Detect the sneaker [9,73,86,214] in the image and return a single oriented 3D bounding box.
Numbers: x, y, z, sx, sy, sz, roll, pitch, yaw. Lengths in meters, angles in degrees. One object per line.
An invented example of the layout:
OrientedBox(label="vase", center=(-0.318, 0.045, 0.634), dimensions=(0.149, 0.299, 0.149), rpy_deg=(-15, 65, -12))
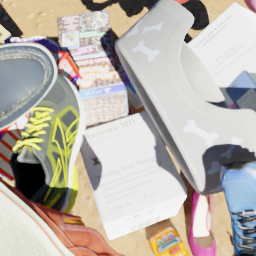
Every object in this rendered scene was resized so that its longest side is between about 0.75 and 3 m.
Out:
OrientedBox(label="sneaker", center=(-0.891, 0.153, 3.093), dimensions=(0.642, 0.730, 1.725), rpy_deg=(-7, 79, 17))

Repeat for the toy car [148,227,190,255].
OrientedBox(label="toy car", center=(1.565, 2.352, 5.485), dimensions=(2.223, 0.740, 1.091), rpy_deg=(-9, 61, -4))

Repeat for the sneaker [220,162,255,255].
OrientedBox(label="sneaker", center=(1.344, 1.102, 2.709), dimensions=(0.786, 0.692, 1.762), rpy_deg=(-42, 110, -43))

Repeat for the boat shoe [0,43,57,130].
OrientedBox(label="boat shoe", center=(-1.638, -0.175, 2.493), dimensions=(2.109, 0.652, 0.790), rpy_deg=(-22, 105, -8))

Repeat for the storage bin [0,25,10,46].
OrientedBox(label="storage bin", center=(-3.263, -1.858, 6.270), dimensions=(0.594, 1.258, 1.267), rpy_deg=(-18, 64, 17))

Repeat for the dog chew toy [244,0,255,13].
OrientedBox(label="dog chew toy", center=(2.655, -2.527, 4.922), dimensions=(2.049, 1.276, 1.276), rpy_deg=(5, 58, -22))

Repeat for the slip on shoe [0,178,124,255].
OrientedBox(label="slip on shoe", center=(-0.710, 1.053, 2.640), dimensions=(1.892, 0.701, 0.579), rpy_deg=(43, 29, -16))

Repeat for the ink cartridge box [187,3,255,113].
OrientedBox(label="ink cartridge box", center=(2.358, -0.565, 4.680), dimensions=(1.915, 1.153, 2.635), rpy_deg=(-14, 72, -50))

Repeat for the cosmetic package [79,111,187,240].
OrientedBox(label="cosmetic package", center=(0.003, 1.001, 5.779), dimensions=(1.580, 1.570, 1.888), rpy_deg=(-18, 60, -10))

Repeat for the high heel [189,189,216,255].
OrientedBox(label="high heel", center=(1.562, 1.982, 5.669), dimensions=(0.549, 0.781, 1.629), rpy_deg=(5, 60, 3))

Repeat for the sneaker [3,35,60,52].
OrientedBox(label="sneaker", center=(-2.943, -2.119, 8.109), dimensions=(2.039, 0.820, 0.902), rpy_deg=(5, 66, 8))

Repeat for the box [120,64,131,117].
OrientedBox(label="box", center=(-0.619, -0.893, 7.566), dimensions=(1.325, 0.379, 1.936), rpy_deg=(-3, 60, -2))

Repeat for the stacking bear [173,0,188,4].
OrientedBox(label="stacking bear", center=(1.658, -3.285, 5.432), dimensions=(2.335, 1.328, 1.418), rpy_deg=(-26, 85, 10))

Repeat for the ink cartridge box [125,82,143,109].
OrientedBox(label="ink cartridge box", center=(0.439, -1.017, 7.404), dimensions=(1.084, 0.362, 0.628), rpy_deg=(-34, 81, -38))

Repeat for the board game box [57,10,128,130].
OrientedBox(label="board game box", center=(-0.765, -1.068, 6.355), dimensions=(1.138, 1.873, 2.350), rpy_deg=(-10, 60, -4))

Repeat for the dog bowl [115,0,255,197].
OrientedBox(label="dog bowl", center=(0.772, -0.314, 4.154), dimensions=(0.852, 2.904, 2.904), rpy_deg=(-30, 63, 3))

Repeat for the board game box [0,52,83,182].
OrientedBox(label="board game box", center=(-2.158, -0.401, 4.299), dimensions=(2.412, 0.559, 1.827), rpy_deg=(11, 60, 29))
